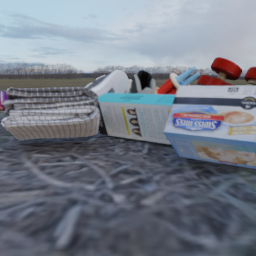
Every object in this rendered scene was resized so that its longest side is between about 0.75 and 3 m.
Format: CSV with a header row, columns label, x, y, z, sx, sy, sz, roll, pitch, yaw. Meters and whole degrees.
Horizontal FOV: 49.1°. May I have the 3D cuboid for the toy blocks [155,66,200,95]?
label,x,y,z,sx,sy,sz,roll,pitch,yaw
toy blocks,1.649,-1.331,10.060,2.341,0.850,1.951,-36,-11,29

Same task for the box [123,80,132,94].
label,x,y,z,sx,sy,sz,roll,pitch,yaw
box,-0.021,-1.432,12.582,1.420,1.412,0.928,-3,10,-15

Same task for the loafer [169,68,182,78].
label,x,y,z,sx,sy,sz,roll,pitch,yaw
loafer,1.703,-1.737,10.152,0.456,0.399,1.269,33,-5,13

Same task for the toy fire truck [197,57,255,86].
label,x,y,z,sx,sy,sz,roll,pitch,yaw
toy fire truck,3.464,-0.863,8.607,2.692,1.510,2.261,31,5,39

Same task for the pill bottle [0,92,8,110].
label,x,y,z,sx,sy,sz,roll,pitch,yaw
pill bottle,-5.547,-1.289,13.441,1.506,0.847,0.847,-3,10,-20

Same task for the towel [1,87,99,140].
label,x,y,z,sx,sy,sz,roll,pitch,yaw
towel,-1.544,-0.273,5.880,1.855,0.794,1.536,-3,-12,-9

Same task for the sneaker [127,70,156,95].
label,x,y,z,sx,sy,sz,roll,pitch,yaw
sneaker,0.264,-0.974,8.798,1.060,1.631,2.825,11,9,-19

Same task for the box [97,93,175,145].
label,x,y,z,sx,sy,sz,roll,pitch,yaw
box,0.232,-0.258,6.434,2.282,0.939,0.561,7,32,38

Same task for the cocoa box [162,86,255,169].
label,x,y,z,sx,sy,sz,roll,pitch,yaw
cocoa box,1.491,-0.026,4.602,1.470,0.965,0.980,6,-27,33

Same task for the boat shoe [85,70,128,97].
label,x,y,z,sx,sy,sz,roll,pitch,yaw
boat shoe,-1.085,-0.920,8.726,0.929,0.983,2.741,-1,39,41
